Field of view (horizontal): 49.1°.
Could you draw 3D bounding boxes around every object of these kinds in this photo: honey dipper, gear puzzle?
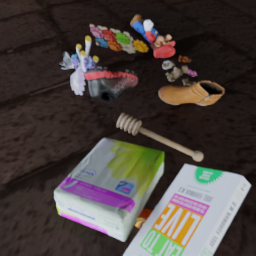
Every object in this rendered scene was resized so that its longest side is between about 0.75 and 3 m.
[{"bbox_3d":[1.035,0.353,9.146,2.970,0.564,0.564,26,50,11],"label":"honey dipper"},{"bbox_3d":[-0.403,-3.864,12.871,2.938,1.522,0.385,21,74,23],"label":"gear puzzle"}]

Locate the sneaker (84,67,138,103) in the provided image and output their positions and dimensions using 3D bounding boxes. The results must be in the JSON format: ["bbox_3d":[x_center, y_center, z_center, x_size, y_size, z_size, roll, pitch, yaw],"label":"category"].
[{"bbox_3d":[-0.562,-1.607,10.809,0.934,1.291,2.643,0,6,39],"label":"sneaker"}]

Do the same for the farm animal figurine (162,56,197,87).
[{"bbox_3d":[2.203,-2.238,11.621,1.370,1.386,0.723,-13,2,29],"label":"farm animal figurine"}]

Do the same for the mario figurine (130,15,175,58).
[{"bbox_3d":[1.347,-4.361,13.137,2.472,1.310,1.526,48,50,12],"label":"mario figurine"}]

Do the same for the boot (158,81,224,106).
[{"bbox_3d":[2.243,-1.255,10.064,2.102,1.632,0.806,15,83,-3],"label":"boot"}]

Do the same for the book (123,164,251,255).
[{"bbox_3d":[1.224,2.067,5.947,2.643,0.635,1.766,-53,21,-17],"label":"book"}]

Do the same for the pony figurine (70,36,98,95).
[{"bbox_3d":[-1.635,-2.402,11.125,1.516,1.820,1.757,-16,74,-20],"label":"pony figurine"}]

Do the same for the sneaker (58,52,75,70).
[{"bbox_3d":[-2.921,-3.031,12.756,0.657,0.427,1.137,-24,51,-19],"label":"sneaker"}]

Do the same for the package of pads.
[{"bbox_3d":[-0.450,1.466,7.641,2.094,0.924,2.710,13,37,24],"label":"package of pads"}]

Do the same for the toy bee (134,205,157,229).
[{"bbox_3d":[0.909,2.492,7.095,1.716,0.933,1.123,3,34,47],"label":"toy bee"}]
